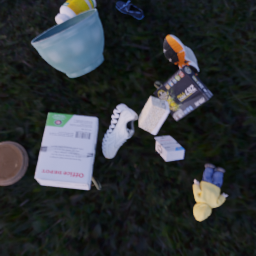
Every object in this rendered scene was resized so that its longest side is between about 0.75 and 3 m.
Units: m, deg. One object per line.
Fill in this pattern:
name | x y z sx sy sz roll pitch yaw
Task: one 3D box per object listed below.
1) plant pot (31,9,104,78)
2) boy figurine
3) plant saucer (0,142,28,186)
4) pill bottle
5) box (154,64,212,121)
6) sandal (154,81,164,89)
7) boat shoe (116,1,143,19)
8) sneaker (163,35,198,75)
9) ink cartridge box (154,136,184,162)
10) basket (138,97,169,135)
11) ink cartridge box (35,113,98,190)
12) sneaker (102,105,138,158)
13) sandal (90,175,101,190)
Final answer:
plant pot | -2.128 -3.225 11.264 2.822 2.822 1.891 -32 119 -9
boy figurine | 3.025 2.457 10.445 1.315 0.682 2.116 19 75 1
plant saucer | -4.829 1.371 11.001 1.763 0.260 1.763 0 74 0
pill bottle | -2.395 -5.276 12.629 1.028 1.028 1.824 36 77 10
box | 1.983 -1.259 10.447 1.476 1.832 0.450 49 52 -2
sandal | 1.652 -1.420 11.719 1.474 0.420 0.585 40 44 6
boat shoe | 0.107 -5.591 13.007 1.418 0.487 0.597 23 74 7
sneaker | 2.002 -2.846 10.675 0.758 2.003 0.921 -17 47 34
ink cartridge box | 1.531 0.771 10.731 0.725 1.250 0.424 -5 114 -16
basket | 0.826 -0.421 9.299 0.644 1.044 0.707 21 30 -12
ink cartridge box | -1.994 0.794 9.431 1.700 0.979 2.330 7 65 -3
sneaker | -0.300 0.238 9.756 0.820 0.760 2.023 28 110 22
sandal | -1.513 1.937 10.664 1.344 0.534 0.383 36 84 25
